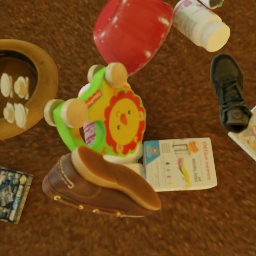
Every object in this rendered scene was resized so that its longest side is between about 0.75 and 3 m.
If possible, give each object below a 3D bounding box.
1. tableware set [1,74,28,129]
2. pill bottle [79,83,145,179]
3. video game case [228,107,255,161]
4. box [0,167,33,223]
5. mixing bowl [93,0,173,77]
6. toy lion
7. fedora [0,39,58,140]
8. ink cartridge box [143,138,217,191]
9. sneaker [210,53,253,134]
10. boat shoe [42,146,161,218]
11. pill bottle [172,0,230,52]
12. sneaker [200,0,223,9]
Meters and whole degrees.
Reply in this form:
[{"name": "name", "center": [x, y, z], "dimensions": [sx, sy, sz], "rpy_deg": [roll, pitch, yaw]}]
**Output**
[{"name": "tableware set", "center": [-2.094, -0.507, 5.162], "dimensions": [1.123, 0.130, 0.938], "rpy_deg": [13, 104, 43]}, {"name": "pill bottle", "center": [-0.446, 0.198, 7.999], "dimensions": [1.575, 1.575, 2.875], "rpy_deg": [-10, 75, -3]}, {"name": "video game case", "center": [4.143, 0.261, 8.712], "dimensions": [1.376, 0.173, 1.512], "rpy_deg": [-42, 79, -10]}, {"name": "box", "center": [-3.572, 1.930, 8.179], "dimensions": [1.138, 0.329, 1.431], "rpy_deg": [12, 75, 3]}, {"name": "mixing bowl", "center": [-0.080, -2.261, 6.330], "dimensions": [1.077, 1.989, 1.989], "rpy_deg": [29, 74, -28]}, {"name": "toy lion", "center": [-0.426, -0.149, 6.007], "dimensions": [0.751, 2.097, 2.188], "rpy_deg": [3, 39, 39]}, {"name": "fedora", "center": [-3.051, -0.861, 6.996], "dimensions": [2.828, 1.153, 2.828], "rpy_deg": [2, 66, -5]}, {"name": "ink cartridge box", "center": [1.364, 1.072, 7.898], "dimensions": [1.801, 1.303, 1.326], "rpy_deg": [-3, 75, -1]}, {"name": "sneaker", "center": [2.577, -0.787, 6.918], "dimensions": [0.793, 1.188, 2.075], "rpy_deg": [-10, 107, 9]}, {"name": "boat shoe", "center": [-0.339, 1.085, 4.853], "dimensions": [0.871, 2.477, 0.872], "rpy_deg": [-42, 44, 12]}, {"name": "pill bottle", "center": [1.604, -2.292, 6.246], "dimensions": [0.721, 0.721, 1.272], "rpy_deg": [-30, 56, -8]}, {"name": "sneaker", "center": [1.274, -3.786, 6.622], "dimensions": [1.298, 1.123, 2.996], "rpy_deg": [-19, 61, 7]}]
